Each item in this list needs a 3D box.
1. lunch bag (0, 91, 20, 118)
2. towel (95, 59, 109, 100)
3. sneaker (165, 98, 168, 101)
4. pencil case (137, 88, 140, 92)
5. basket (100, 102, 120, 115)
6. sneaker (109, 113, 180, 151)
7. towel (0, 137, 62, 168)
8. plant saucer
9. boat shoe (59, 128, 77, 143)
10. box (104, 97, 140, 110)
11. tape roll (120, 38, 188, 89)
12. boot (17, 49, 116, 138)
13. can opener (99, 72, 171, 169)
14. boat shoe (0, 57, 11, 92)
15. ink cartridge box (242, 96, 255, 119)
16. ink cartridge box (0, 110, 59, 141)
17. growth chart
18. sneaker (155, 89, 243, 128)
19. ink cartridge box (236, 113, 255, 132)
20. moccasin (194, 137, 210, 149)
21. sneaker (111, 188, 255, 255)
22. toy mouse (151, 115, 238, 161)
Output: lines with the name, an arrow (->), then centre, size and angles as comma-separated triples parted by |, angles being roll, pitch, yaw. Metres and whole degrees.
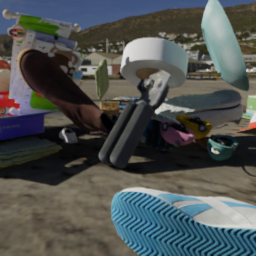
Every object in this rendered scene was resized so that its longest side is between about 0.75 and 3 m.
lunch bag -> -4.407, -0.531, 8.570 | 2.154, 1.002, 2.445 | -14, 1, 30
towel -> -1.079, -1.986, 11.559 | 0.267, 1.462, 1.085 | 8, 41, 12
sneaker -> 0.998, -0.989, 12.396 | 1.857, 0.678, 0.658 | -17, 19, -10
pencil case -> 1.164, -2.055, 11.905 | 1.692, 0.720, 0.782 | -45, 26, -22
basket -> -0.841, -0.774, 12.787 | 0.877, 0.653, 0.626 | -3, 45, -13
sneaker -> 0.584, -0.007, 7.841 | 2.536, 0.951, 1.099 | 10, 10, 38
towel -> -2.646, 0.522, 6.590 | 1.345, 0.331, 1.812 | 7, 14, 38
plant saucer -> 2.288, -1.956, 6.937 | 0.473, 2.455, 2.455 | -21, 7, 15
boat shoe -> -1.756, 0.170, 8.236 | 0.387, 0.344, 1.052 | -8, 15, -33
box -> 0.080, -1.284, 14.587 | 2.172, 0.500, 1.726 | 4, 13, 20
tape roll -> 0.716, -1.708, 7.757 | 1.830, 0.640, 1.830 | 9, -14, 2
boot -> -1.304, -0.759, 6.912 | 2.232, 2.684, 0.971 | 25, 71, 40
can opener -> 0.327, -0.189, 6.464 | 0.712, 2.668, 0.892 | 6, -32, 42
boat shoe -> -4.254, -1.554, 9.420 | 0.670, 0.589, 1.883 | -12, -22, -31
ink cartridge box -> 6.166, -0.911, 12.035 | 2.885, 0.856, 1.498 | -4, 13, -16
ink cartridge box -> -3.495, 0.100, 6.785 | 2.691, 0.584, 2.666 | -8, 4, 33
growth chart -> -2.160, -1.494, 7.495 | 2.128, 2.940, 0.261 | -5, 34, -28
sneaker -> 1.958, -0.381, 7.904 | 2.390, 0.962, 0.913 | -3, 42, 21
ink cartridge box -> 5.004, -0.496, 9.118 | 2.569, 0.733, 2.088 | -5, -9, -35
moccasin -> 2.067, 0.344, 7.395 | 0.300, 0.317, 0.821 | -10, 22, -15
sneaker -> 0.755, 1.118, 3.183 | 1.962, 0.751, 0.793 | 11, 8, 17
toy mouse -> 1.618, 0.283, 6.529 | 2.499, 0.484, 2.221 | 12, 21, -11
